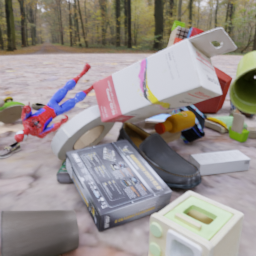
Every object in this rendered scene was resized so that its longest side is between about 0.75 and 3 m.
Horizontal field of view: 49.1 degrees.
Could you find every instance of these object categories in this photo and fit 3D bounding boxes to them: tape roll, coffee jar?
[{"bbox_3d":[-1.086,0.135,7.082,0.336,1.841,1.841,50,39,14],"label":"tape roll"},{"bbox_3d":[-1.406,0.990,6.564,0.397,0.325,0.762,0,18,-1],"label":"coffee jar"}]

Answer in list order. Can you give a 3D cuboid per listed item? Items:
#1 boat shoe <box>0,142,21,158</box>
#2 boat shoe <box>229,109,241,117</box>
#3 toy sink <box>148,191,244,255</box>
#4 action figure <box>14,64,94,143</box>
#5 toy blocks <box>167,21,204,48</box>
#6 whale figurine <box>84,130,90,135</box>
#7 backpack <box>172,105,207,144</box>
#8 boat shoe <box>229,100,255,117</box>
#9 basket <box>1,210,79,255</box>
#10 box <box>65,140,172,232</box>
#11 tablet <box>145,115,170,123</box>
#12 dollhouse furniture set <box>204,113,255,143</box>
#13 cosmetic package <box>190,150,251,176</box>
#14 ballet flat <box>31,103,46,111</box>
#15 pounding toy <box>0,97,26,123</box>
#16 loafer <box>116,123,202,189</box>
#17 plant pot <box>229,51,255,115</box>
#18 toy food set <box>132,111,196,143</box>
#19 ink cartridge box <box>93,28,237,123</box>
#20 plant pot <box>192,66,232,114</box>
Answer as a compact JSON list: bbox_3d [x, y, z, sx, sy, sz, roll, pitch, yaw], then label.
[{"bbox_3d":[-3.321,0.607,7.830,0.285,0.236,0.794,11,21,20],"label":"boat shoe"},{"bbox_3d":[4.194,-0.473,10.915,0.390,0.412,1.146,39,25,17],"label":"boat shoe"},{"bbox_3d":[0.851,1.615,3.943,0.944,0.811,1.448,17,25,41],"label":"toy sink"},{"bbox_3d":[-1.829,-0.672,7.548,2.967,0.968,1.469,-45,13,-21],"label":"action figure"},{"bbox_3d":[1.457,-1.846,8.145,1.338,2.677,1.830,16,9,-5],"label":"toy blocks"},{"bbox_3d":[-1.013,-0.161,8.460,1.438,0.746,1.144,-27,-7,-9],"label":"whale figurine"},{"bbox_3d":[1.745,-0.250,8.461,0.780,1.159,1.058,-31,24,38],"label":"backpack"},{"bbox_3d":[4.731,-0.956,11.698,0.890,0.888,2.459,0,8,14],"label":"boat shoe"},{"bbox_3d":[-1.310,1.610,4.187,1.053,0.716,0.949,-3,37,-21],"label":"basket"},{"bbox_3d":[-0.269,1.018,5.616,1.477,0.451,1.865,-10,35,-28],"label":"box"},{"bbox_3d":[1.306,-0.326,10.293,2.551,0.174,1.660,5,11,21],"label":"tablet"},{"bbox_3d":[3.765,-0.284,9.241,1.331,1.028,2.663,-9,21,-26],"label":"dollhouse furniture set"},{"bbox_3d":[2.257,0.858,6.920,1.339,0.339,0.553,-4,23,-12],"label":"cosmetic package"},{"bbox_3d":[-3.690,-0.933,12.179,1.625,0.377,0.547,17,25,42],"label":"ballet flat"},{"bbox_3d":[-4.436,-0.765,10.141,1.129,0.679,1.463,-37,-19,21],"label":"pounding toy"},{"bbox_3d":[0.569,0.604,6.677,0.984,0.977,2.703,-15,24,-39],"label":"loafer"},{"bbox_3d":[3.972,-1.538,8.623,1.669,1.669,1.535,5,43,14],"label":"plant pot"},{"bbox_3d":[0.466,-0.151,8.303,1.256,1.333,2.792,-15,29,-37],"label":"toy food set"},{"bbox_3d":[0.934,-0.974,6.277,2.967,1.001,1.728,-19,-9,30],"label":"ink cartridge box"},{"bbox_3d":[3.313,-1.686,12.157,1.825,2.069,2.070,23,26,23],"label":"plant pot"}]
